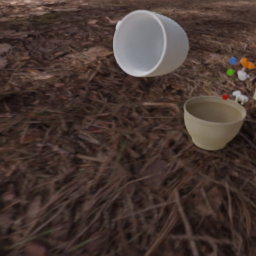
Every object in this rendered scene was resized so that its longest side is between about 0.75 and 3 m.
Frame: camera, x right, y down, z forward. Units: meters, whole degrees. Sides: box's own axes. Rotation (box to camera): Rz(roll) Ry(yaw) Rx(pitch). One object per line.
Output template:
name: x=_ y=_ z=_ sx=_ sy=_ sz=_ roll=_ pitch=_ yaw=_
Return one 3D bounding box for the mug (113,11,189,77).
mug: x=0.574 y=-2.305 z=7.505 sx=2.085 sy=1.540 sz=1.828 roll=39 pitch=30 yaw=24

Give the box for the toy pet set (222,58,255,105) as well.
toy pet set: x=2.410 y=-0.929 z=5.417 sx=0.912 sy=0.977 sz=0.519 roll=24 pitch=52 yaw=25

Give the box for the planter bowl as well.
planter bowl: x=2.250 y=-0.066 z=7.583 sx=1.561 sy=1.051 sz=1.561 roll=0 pitch=31 yaw=0
